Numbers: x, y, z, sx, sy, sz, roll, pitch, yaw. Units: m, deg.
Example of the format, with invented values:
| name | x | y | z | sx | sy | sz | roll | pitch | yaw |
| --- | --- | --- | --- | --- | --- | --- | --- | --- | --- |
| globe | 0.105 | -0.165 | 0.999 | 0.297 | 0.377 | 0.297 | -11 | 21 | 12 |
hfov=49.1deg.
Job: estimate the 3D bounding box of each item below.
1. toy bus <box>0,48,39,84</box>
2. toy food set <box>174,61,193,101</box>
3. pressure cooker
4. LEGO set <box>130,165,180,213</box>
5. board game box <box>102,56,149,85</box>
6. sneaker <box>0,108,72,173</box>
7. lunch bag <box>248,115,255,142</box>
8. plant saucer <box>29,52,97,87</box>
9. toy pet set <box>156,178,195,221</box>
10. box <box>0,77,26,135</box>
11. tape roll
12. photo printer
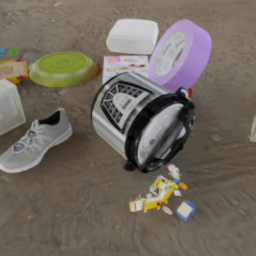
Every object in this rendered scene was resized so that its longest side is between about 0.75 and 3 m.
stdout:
| name | x | y | z | sx | sy | sz | roll | pitch | yaw |
| --- | --- | --- | --- | --- | --- | --- | --- | --- | --- |
| toy bus | -4.684 | -2.214 | 11.322 | 1.684 | 0.870 | 1.589 | 37 | 76 | -2 |
| toy food set | 1.692 | -1.655 | 10.007 | 1.292 | 1.371 | 2.871 | 10 | 69 | 13 |
| pressure cooker | 0.490 | -0.154 | 7.517 | 2.234 | 2.200 | 2.501 | -23 | 45 | -33 |
| LEGO set | 0.575 | 1.508 | 6.682 | 1.546 | 0.711 | 0.575 | -34 | 38 | -24 |
| board game box | -0.057 | -2.221 | 11.599 | 1.968 | 0.519 | 2.572 | -1 | 37 | -1 |
| sneaker | -2.674 | 0.256 | 7.951 | 0.934 | 1.024 | 2.498 | 19 | 42 | 23 |
| lunch bag | 4.330 | 0.119 | 8.324 | 1.261 | 0.879 | 1.058 | 17 | 56 | 22 |
| plant saucer | -2.839 | -2.705 | 12.300 | 2.964 | 0.460 | 2.964 | 1 | 37 | 0 |
| toy pet set | 1.187 | 1.713 | 6.489 | 0.726 | 0.413 | 0.778 | 36 | 87 | 28 |
| box | -4.542 | -0.447 | 8.533 | 1.226 | 1.439 | 2.251 | 27 | 45 | 31 |
| tape roll | 1.667 | -2.378 | 9.563 | 0.788 | 2.402 | 2.402 | 20 | 30 | -26 |
| photo printer | 0.329 | -4.870 | 14.661 | 2.385 | 0.996 | 2.867 | 7 | 38 | 8 |
